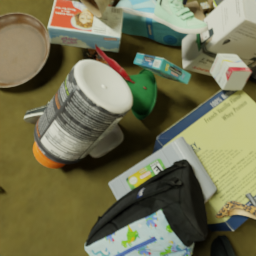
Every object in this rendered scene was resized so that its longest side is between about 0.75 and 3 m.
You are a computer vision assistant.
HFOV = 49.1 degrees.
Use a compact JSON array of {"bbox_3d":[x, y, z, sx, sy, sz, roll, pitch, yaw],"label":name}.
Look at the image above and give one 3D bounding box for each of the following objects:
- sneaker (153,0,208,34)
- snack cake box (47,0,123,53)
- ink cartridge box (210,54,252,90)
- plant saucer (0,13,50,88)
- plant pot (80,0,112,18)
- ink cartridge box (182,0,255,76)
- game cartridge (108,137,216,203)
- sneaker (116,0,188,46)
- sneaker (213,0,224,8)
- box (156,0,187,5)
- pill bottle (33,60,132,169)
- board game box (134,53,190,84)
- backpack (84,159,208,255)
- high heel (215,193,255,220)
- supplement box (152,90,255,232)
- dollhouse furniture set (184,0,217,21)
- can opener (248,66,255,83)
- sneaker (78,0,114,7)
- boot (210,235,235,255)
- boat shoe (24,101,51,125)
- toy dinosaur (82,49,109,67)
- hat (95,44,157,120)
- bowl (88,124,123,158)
[{"bbox_3d":[1.272,-2.858,6.712,1.530,0.902,0.563,32,48,27],"label":"sneaker"},{"bbox_3d":[-1.220,-3.019,8.303,2.050,0.689,1.179,7,66,-5],"label":"snack cake box"},{"bbox_3d":[2.439,-1.351,6.737,0.551,0.554,0.762,-2,46,-17],"label":"ink cartridge box"},{"bbox_3d":[-3.717,-2.453,9.018,2.594,0.416,2.594,-1,76,6],"label":"plant saucer"},{"bbox_3d":[-0.717,-3.797,7.490,1.101,1.202,1.202,-43,75,-5],"label":"plant pot"},{"bbox_3d":[2.952,-2.430,7.789,1.874,2.566,1.082,9,71,-20],"label":"ink cartridge box"},{"bbox_3d":[0.712,1.440,6.414,2.351,0.476,1.567,-38,80,30],"label":"game cartridge"},{"bbox_3d":[1.040,-3.970,9.333,2.988,1.188,1.951,18,71,9],"label":"sneaker"},{"bbox_3d":[3.329,-4.866,9.872,0.787,0.862,2.129,-23,71,-9],"label":"sneaker"},{"bbox_3d":[1.410,-4.414,8.791,1.077,0.797,0.562,2,49,-16],"label":"box"},{"bbox_3d":[-1.320,-0.131,6.937,1.558,2.933,1.558,27,40,-25],"label":"pill bottle"},{"bbox_3d":[0.882,-1.507,7.148,0.915,1.212,0.284,27,99,43],"label":"board game box"},{"bbox_3d":[0.295,1.885,5.249,2.382,1.943,1.832,-24,99,17],"label":"backpack"},{"bbox_3d":[2.254,1.755,5.609,0.892,0.319,0.636,-32,40,7],"label":"high heel"},{"bbox_3d":[2.428,0.778,7.256,2.612,1.754,2.610,-36,73,-12],"label":"supplement box"},{"bbox_3d":[2.413,-3.717,9.367,1.412,1.000,1.537,-17,70,-7],"label":"dollhouse furniture set"},{"bbox_3d":[3.735,-2.609,9.041,1.019,0.822,2.593,-33,73,-13],"label":"can opener"},{"bbox_3d":[-1.041,-4.635,8.735,1.231,2.838,1.046,-41,87,28],"label":"sneaker"},{"bbox_3d":[1.692,3.874,6.626,1.915,0.865,2.337,-8,69,3],"label":"boot"},{"bbox_3d":[-2.028,-0.538,8.335,2.059,0.779,0.621,-6,70,-15],"label":"boat shoe"},{"bbox_3d":[-1.058,-2.469,8.921,0.657,0.872,1.285,-25,105,-21],"label":"toy dinosaur"},{"bbox_3d":[-0.246,-1.127,7.839,1.543,1.452,1.753,7,37,-27],"label":"hat"},{"bbox_3d":[-0.789,0.241,8.117,1.149,0.430,1.151,-34,68,-6],"label":"bowl"}]
